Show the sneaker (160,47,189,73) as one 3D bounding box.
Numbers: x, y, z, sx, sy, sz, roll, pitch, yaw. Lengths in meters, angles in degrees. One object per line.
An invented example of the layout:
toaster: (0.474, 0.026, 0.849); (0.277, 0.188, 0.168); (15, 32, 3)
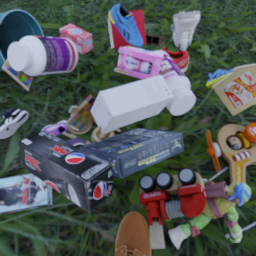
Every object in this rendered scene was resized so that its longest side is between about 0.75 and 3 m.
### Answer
sneaker: (1.431, -3.216, 13.122); (2.865, 1.216, 1.103); (-7, 50, -6)

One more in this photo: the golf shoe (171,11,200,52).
golf shoe: (2.220, -3.645, 10.727); (1.017, 2.597, 1.263); (-5, 94, 7)

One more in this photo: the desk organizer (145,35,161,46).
desk organizer: (0.879, -3.661, 11.640); (0.939, 0.337, 0.361); (14, 14, 14)

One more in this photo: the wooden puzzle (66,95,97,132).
wooden puzzle: (-1.217, -0.389, 8.220); (1.029, 1.735, 0.122); (-45, 67, 0)

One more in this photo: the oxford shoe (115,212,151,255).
oxford shoe: (0.092, 3.559, 7.511); (1.059, 1.058, 2.970); (3, 48, 4)

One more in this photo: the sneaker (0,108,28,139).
sneaker: (-4.791, -0.210, 11.062); (0.881, 0.576, 1.575); (20, 44, 20)

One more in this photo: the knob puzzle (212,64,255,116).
knob puzzle: (3.781, -1.368, 8.973); (1.915, 1.915, 0.266); (-3, 40, -3)

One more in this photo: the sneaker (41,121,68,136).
sneaker: (-2.220, 0.096, 8.471); (0.880, 0.354, 0.389); (-24, 32, -6)

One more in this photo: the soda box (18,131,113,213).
soda box: (-1.178, 0.721, 5.141); (1.938, 0.686, 0.614); (21, 34, 35)

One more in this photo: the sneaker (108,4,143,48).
sneaker: (0.036, -3.020, 8.348); (0.559, 1.425, 0.470); (-14, 37, 48)

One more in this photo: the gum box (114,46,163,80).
gum box: (0.375, -1.949, 8.362); (1.190, 0.693, 2.096); (14, 19, 3)

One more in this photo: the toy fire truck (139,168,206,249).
toy fire truck: (1.062, 2.008, 6.847); (1.623, 1.186, 1.843); (-14, 57, 20)

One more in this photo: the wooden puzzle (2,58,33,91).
wooden puzzle: (-3.428, -1.767, 8.859); (0.251, 1.003, 1.083); (-36, 33, 12)

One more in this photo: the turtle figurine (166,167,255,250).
turtle figurine: (2.442, 2.549, 8.402); (2.552, 2.632, 1.894); (-25, 81, 8)

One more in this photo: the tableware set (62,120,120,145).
tableware set: (-1.445, 0.023, 10.901); (2.066, 0.414, 1.366); (24, 54, 19)

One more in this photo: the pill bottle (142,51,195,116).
pill bottle: (1.374, -1.574, 9.901); (1.306, 1.306, 2.326); (-18, 53, -15)

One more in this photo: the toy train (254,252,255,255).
toy train: (3.275, 4.202, 7.287); (0.794, 0.587, 2.815); (27, 54, 33)

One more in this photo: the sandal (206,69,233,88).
sandal: (3.022, -1.718, 9.199); (0.434, 1.092, 0.476); (12, 68, -41)

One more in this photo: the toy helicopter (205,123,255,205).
toy helicopter: (3.576, 1.123, 9.559); (1.957, 1.167, 2.960); (9, 57, 5)

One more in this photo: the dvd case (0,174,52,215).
dvd case: (-3.422, 2.122, 9.273); (1.734, 0.191, 1.265); (-8, 50, -8)

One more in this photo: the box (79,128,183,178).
box: (0.097, 0.570, 7.493); (2.239, 0.571, 1.765); (-18, 15, -38)

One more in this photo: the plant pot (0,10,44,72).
plant pot: (-5.764, -3.843, 12.894); (2.592, 2.759, 2.759); (5, 48, 25)

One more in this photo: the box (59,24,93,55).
box: (-2.693, -4.623, 14.569); (1.672, 0.858, 0.791); (33, 57, 26)

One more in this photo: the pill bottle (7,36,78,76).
pill bottle: (-2.685, -2.298, 8.961); (1.195, 1.195, 2.125); (28, 26, 22)

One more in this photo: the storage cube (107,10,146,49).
storage cube: (-0.082, -4.139, 11.909); (1.390, 1.546, 1.322); (-10, 16, -5)

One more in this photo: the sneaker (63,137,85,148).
sneaker: (-2.490, 0.872, 10.148); (1.917, 0.726, 0.839); (-14, 31, -12)

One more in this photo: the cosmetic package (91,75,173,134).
cosmetic package: (0.081, -0.550, 6.488); (1.682, 0.949, 0.683); (-18, 73, -29)
